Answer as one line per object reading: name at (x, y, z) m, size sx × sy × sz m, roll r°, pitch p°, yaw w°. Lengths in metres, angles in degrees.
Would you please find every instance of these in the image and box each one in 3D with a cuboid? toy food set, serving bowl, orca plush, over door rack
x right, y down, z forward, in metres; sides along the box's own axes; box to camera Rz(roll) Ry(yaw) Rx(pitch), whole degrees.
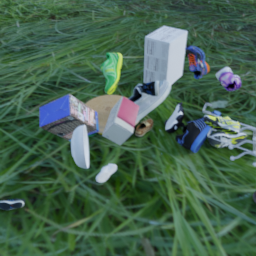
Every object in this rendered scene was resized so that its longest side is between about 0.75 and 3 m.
toy food set at (-0.865, -0.608, 12.923) m, size 2.922 × 0.718 × 2.952 m, roll 5°, pitch 39°, yaw 6°
serving bowl at (-1.159, 0.461, 6.683) m, size 0.343 × 1.044 × 1.044 m, roll -4°, pitch 39°, yaw -3°
orca plush at (2.257, -0.323, 12.860) m, size 1.003 × 0.678 × 1.906 m, roll -34°, pitch 20°, yaw 32°
over door rack at (3.216, 0.291, 8.930) m, size 0.686 × 1.521 × 2.059 m, roll -42°, pitch 49°, yaw -13°

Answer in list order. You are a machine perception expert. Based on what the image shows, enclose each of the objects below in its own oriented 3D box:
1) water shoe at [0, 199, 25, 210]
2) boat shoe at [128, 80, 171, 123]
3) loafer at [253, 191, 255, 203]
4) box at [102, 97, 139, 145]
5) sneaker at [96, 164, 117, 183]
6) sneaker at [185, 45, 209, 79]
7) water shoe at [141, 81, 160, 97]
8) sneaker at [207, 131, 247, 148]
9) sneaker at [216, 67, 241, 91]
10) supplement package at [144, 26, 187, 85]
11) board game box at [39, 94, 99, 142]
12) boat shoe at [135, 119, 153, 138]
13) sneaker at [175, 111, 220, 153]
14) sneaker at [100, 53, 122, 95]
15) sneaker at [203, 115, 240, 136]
water shoe at (-3.899, 2.553, 9.399) m, size 0.862 × 0.308 × 0.340 m, roll -1°, pitch 11°, yaw 1°
boat shoe at (0.587, -1.194, 11.080) m, size 2.759 × 0.983 × 0.963 m, roll -42°, pitch 29°, yaw -18°
loafer at (5.177, 2.601, 8.788) m, size 2.470 × 0.877 × 0.902 m, roll 31°, pitch 48°, yaw 33°
box at (-0.218, -0.229, 9.053) m, size 0.698 × 0.820 × 1.282 m, roll 30°, pitch 45°, yaw -15°
sneaker at (-0.897, 1.669, 10.438) m, size 0.452 × 0.385 × 1.022 m, roll 15°, pitch 33°, yaw 36°
sneaker at (2.206, -2.118, 9.108) m, size 0.533 × 1.416 × 0.555 m, roll 24°, pitch 74°, yaw 48°
water shoe at (0.753, -1.355, 9.911) m, size 0.577 × 0.522 × 1.461 m, roll 1°, pitch 1°, yaw -5°
sneaker at (4.092, 0.386, 11.855) m, size 1.743 × 0.649 × 0.737 m, roll -1°, pitch 32°, yaw -15°
sneaker at (4.140, -1.765, 11.260) m, size 1.723 × 0.693 × 0.762 m, roll 16°, pitch 46°, yaw -50°
supplement package at (2.032, -3.872, 15.421) m, size 1.480 × 2.669 × 2.079 m, roll 23°, pitch 44°, yaw 26°
board game box at (-1.809, -0.256, 8.710) m, size 1.171 × 1.468 × 0.711 m, roll -20°, pitch 63°, yaw 22°
boat shoe at (0.741, -0.072, 12.460) m, size 0.471 × 0.459 × 1.244 m, roll 21°, pitch 43°, yaw 24°
sneaker at (3.043, -0.046, 12.046) m, size 1.042 × 0.938 × 2.674 m, roll 30°, pitch 48°, yaw 22°
sneaker at (-0.811, -2.355, 12.146) m, size 0.884 × 0.783 × 2.115 m, roll 11°, pitch 63°, yaw -8°
sneaker at (2.376, -0.128, 7.126) m, size 0.930 × 0.351 × 0.355 m, roll 24°, pitch 73°, yaw 6°
